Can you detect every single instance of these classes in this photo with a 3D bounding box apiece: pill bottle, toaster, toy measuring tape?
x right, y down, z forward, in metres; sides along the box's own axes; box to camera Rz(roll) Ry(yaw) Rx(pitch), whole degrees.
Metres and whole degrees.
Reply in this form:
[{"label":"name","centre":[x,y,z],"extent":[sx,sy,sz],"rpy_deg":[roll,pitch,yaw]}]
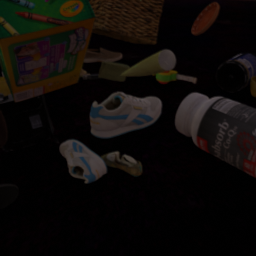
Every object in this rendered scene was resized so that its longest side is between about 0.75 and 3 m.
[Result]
[{"label":"pill bottle","centre":[5.167,-2.612,12.707],"extent":[1.400,1.400,2.504],"rpy_deg":[25,39,35]},{"label":"toaster","centre":[-3.239,-0.243,8.605],"extent":[1.647,1.822,1.081],"rpy_deg":[-18,30,-17]},{"label":"pill bottle","centre":[2.878,0.093,7.966],"extent":[1.670,1.670,2.884],"rpy_deg":[-24,38,-34]},{"label":"toy measuring tape","centre":[2.016,-2.314,12.897],"extent":[2.154,0.793,0.793],"rpy_deg":[20,36,26]}]

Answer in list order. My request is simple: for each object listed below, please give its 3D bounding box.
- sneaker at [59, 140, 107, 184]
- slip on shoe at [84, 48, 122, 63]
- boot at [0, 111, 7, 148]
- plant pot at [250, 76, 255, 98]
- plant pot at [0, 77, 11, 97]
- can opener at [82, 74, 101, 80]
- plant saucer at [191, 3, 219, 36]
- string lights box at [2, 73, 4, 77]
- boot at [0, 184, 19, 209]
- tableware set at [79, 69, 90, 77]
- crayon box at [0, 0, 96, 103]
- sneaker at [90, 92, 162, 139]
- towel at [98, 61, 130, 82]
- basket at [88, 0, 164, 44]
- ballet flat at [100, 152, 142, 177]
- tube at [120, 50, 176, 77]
[{"label":"sneaker","centre":[-1.399,0.879,7.643],"extent":[1.768,0.676,0.714],"rpy_deg":[24,43,39]},{"label":"slip on shoe","centre":[-1.499,-4.219,16.043],"extent":[2.334,0.707,0.887],"rpy_deg":[-4,31,-7]},{"label":"boot","centre":[-2.987,-0.520,5.358],"extent":[0.950,2.625,2.184],"rpy_deg":[-34,26,-26]},{"label":"plant pot","centre":[5.552,-1.653,11.761],"extent":[0.970,0.689,0.970],"rpy_deg":[5,33,-3]},{"label":"plant pot","centre":[-5.322,-1.739,11.923],"extent":[1.010,0.717,1.010],"rpy_deg":[0,32,0]},{"label":"can opener","centre":[-1.773,-2.511,13.669],"extent":[0.909,0.243,0.304],"rpy_deg":[-6,33,-13]},{"label":"plant saucer","centre":[3.247,-4.516,11.716],"extent":[0.240,1.484,1.484],"rpy_deg":[29,24,-21]},{"label":"string lights box","centre":[-5.244,-2.414,13.325],"extent":[1.407,0.415,0.723],"rpy_deg":[20,36,30]},{"label":"boot","centre":[-3.734,1.321,6.887],"extent":[1.950,0.675,1.697],"rpy_deg":[-12,34,-15]},{"label":"tableware set","centre":[-3.455,-2.832,14.135],"extent":[2.374,0.330,2.841],"rpy_deg":[-24,38,-36]},{"label":"crayon box","centre":[-1.560,-1.393,5.069],"extent":[1.449,2.440,0.711],"rpy_deg":[-22,82,-22]},{"label":"sneaker","centre":[0.054,-0.633,9.633],"extent":[2.955,1.193,1.130],"rpy_deg":[-22,36,-34]},{"label":"towel","centre":[-0.513,-2.021,10.014],"extent":[1.022,0.758,0.186],"rpy_deg":[6,50,-19]},{"label":"basket","centre":[-0.151,-2.832,6.743],"extent":[1.738,1.295,1.241],"rpy_deg":[0,15,-38]},{"label":"ballet flat","centre":[-0.211,0.911,7.784],"extent":[1.375,0.486,0.486],"rpy_deg":[19,36,29]},{"label":"tube","centre":[0.461,-1.516,6.997],"extent":[0.541,0.484,1.864],"rpy_deg":[29,-11,-22]}]
